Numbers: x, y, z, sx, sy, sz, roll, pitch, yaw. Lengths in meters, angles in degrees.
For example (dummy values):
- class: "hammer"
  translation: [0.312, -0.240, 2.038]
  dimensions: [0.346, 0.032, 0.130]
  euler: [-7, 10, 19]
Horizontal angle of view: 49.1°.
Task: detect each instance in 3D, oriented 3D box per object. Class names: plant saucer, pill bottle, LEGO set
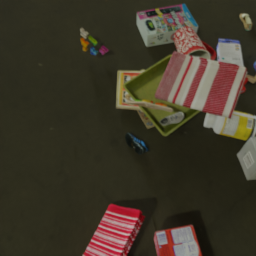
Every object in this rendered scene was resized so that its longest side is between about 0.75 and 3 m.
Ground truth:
- class: "plant saucer"
  translation: [1.532, -1.246, 11.131]
  dimensions: [2.621, 0.628, 2.625]
  euler: [-34, 76, -17]
- class: "pill bottle"
  translation: [3.805, -0.170, 10.486]
  dimensions: [1.758, 0.985, 0.985]
  euler: [14, 58, 8]
- class: "LEGO set"
  translation: [-1.741, -3.726, 12.811]
  dimensions: [1.561, 0.641, 0.595]
  euler: [41, 68, 0]

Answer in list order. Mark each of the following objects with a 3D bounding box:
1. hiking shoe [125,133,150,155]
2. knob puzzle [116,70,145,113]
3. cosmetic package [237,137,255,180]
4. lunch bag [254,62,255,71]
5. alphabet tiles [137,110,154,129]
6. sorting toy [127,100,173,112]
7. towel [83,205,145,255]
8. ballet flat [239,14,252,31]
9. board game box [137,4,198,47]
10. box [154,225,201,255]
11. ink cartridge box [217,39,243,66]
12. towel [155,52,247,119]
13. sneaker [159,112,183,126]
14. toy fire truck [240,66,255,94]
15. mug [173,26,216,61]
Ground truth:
- class: "hiking shoe"
  translation: [0.302, 0.588, 10.480]
  dimensions: [0.473, 0.406, 1.092]
  euler: [-9, 46, -41]
- class: "knob puzzle"
  translation: [0.650, -1.652, 11.735]
  dimensions: [2.478, 0.344, 2.478]
  euler: [1, 58, -2]
- class: "cosmetic package"
  translation: [5.366, 0.951, 9.579]
  dimensions: [2.628, 1.404, 1.185]
  euler: [-7, 58, -6]
- class: "lunch bag"
  translation: [7.086, -2.578, 11.973]
  dimensions: [2.839, 1.171, 2.282]
  euler: [-13, 60, -8]
- class: "alphabet tiles"
  translation: [1.119, -1.040, 11.644]
  dimensions: [1.721, 0.078, 2.059]
  euler: [-21, 59, -12]
- class: "sorting toy"
  translation: [0.759, -0.824, 9.876]
  dimensions: [1.200, 1.296, 0.236]
  euler: [10, 94, -32]
- class: "towel"
  translation: [-0.551, 3.324, 8.153]
  dimensions: [1.609, 0.250, 2.225]
  euler: [-4, 48, 49]
- class: "ballet flat"
  translation: [6.071, -5.540, 14.329]
  dimensions: [0.459, 0.425, 1.303]
  euler: [-6, 57, -3]
- class: "board game box"
  translation: [1.869, -5.061, 13.807]
  dimensions: [2.519, 0.810, 1.858]
  euler: [-13, 59, -9]
- class: "box"
  translation: [1.509, 4.031, 7.741]
  dimensions: [1.140, 1.092, 2.287]
  euler: [-11, 58, -3]
- class: "ink cartridge box"
  translation: [4.694, -3.405, 12.999]
  dimensions: [1.040, 0.366, 1.744]
  euler: [6, 60, 3]
- class: "towel"
  translation: [2.713, -1.685, 10.581]
  dimensions: [2.946, 0.335, 2.122]
  euler: [18, 77, 21]
- class: "sneaker"
  translation: [1.614, -0.300, 10.471]
  dimensions: [0.972, 0.398, 0.363]
  euler: [-25, 80, 26]
- class: "toy fire truck"
  translation: [4.790, -1.962, 11.217]
  dimensions: [1.031, 1.462, 0.356]
  euler: [-9, 56, 4]
- class: "mug"
  translation: [2.929, -3.532, 12.754]
  dimensions: [1.693, 1.272, 1.907]
  euler: [19, 43, -35]
